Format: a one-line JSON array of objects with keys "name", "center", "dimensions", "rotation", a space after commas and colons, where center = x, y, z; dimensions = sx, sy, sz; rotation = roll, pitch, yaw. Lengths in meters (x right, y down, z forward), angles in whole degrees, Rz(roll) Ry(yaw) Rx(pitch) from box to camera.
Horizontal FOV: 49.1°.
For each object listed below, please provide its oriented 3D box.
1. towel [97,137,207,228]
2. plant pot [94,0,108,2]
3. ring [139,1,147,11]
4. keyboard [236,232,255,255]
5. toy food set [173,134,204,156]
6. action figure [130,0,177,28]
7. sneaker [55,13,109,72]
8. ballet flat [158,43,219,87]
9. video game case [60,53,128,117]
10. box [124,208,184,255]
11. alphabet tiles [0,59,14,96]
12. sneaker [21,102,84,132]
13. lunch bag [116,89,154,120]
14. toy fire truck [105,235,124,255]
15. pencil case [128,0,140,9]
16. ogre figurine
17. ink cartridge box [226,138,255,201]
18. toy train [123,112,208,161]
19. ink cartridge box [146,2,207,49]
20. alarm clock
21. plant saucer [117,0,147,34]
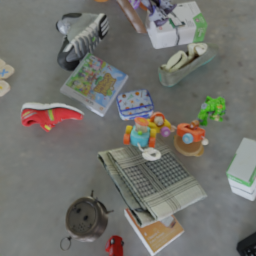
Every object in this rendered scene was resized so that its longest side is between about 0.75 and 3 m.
[{"name": "towel", "center": [0.643, 1.209, 7.203], "dimensions": [2.317, 0.400, 2.231], "rotation": [-12, 53, -36]}, {"name": "plant pot", "center": [-1.136, -5.790, 11.622], "dimensions": [0.894, 0.626, 0.894], "rotation": [0, 61, 0]}, {"name": "ring", "center": [0.965, -5.183, 11.593], "dimensions": [1.121, 0.108, 1.121], "rotation": [0, 61, 0]}, {"name": "keyboard", "center": [4.177, 2.722, 6.551], "dimensions": [2.895, 0.574, 1.507], "rotation": [-33, 64, 4]}, {"name": "toy food set", "center": [1.793, 0.450, 8.351], "dimensions": [0.883, 0.215, 0.874], "rotation": [-5, 60, -6]}, {"name": "action figure", "center": [0.524, -4.261, 8.886], "dimensions": [2.141, 0.743, 1.393], "rotation": [33, 66, -26]}, {"name": "sneaker", "center": [-2.062, -3.212, 10.069], "dimensions": [1.719, 1.117, 2.977], "rotation": [20, 53, 16]}, {"name": "ballet flat", "center": [2.069, -2.351, 9.426], "dimensions": [2.558, 0.815, 0.862], "rotation": [-38, 42, -13]}, {"name": "video game case", "center": [-1.092, -1.471, 9.285], "dimensions": [1.608, 0.195, 1.766], "rotation": [30, 66, 0]}, {"name": "box", "center": [0.628, 2.401, 7.120], "dimensions": [0.951, 0.664, 1.249], "rotation": [-32, 67, -15]}, {"name": "alphabet tiles", "center": [-5.202, -1.648, 9.624], "dimensions": [2.321, 0.169, 2.270], "rotation": [36, 67, 17]}, {"name": "sneaker", "center": [-2.338, -0.283, 8.681], "dimensions": [1.986, 0.765, 0.843], "rotation": [1, 75, 7]}, {"name": "lunch bag", "center": [0.250, -0.726, 8.978], "dimensions": [1.171, 0.442, 0.938], "rotation": [-12, 64, -5]}, {"name": "toy fire truck", "center": [-0.434, 3.343, 6.607], "dimensions": [0.319, 0.923, 1.309], "rotation": [23, 32, -21]}, {"name": "pencil case", "center": [-0.022, -5.705, 11.458], "dimensions": [0.804, 0.818, 1.915], "rotation": [14, 54, -41]}, {"name": "ogre figurine", "center": [2.494, -0.511, 8.396], "dimensions": [1.240, 0.743, 0.608], "rotation": [-9, 37, -10]}, {"name": "ink cartridge box", "center": [3.115, 1.110, 7.238], "dimensions": [0.614, 1.478, 1.084], "rotation": [22, 71, 36]}, {"name": "toy train", "center": [1.029, 0.062, 7.707], "dimensions": [2.399, 0.667, 1.802], "rotation": [-16, 31, -40]}, {"name": "ink cartridge box", "center": [1.745, -3.836, 10.446], "dimensions": [1.907, 0.804, 1.393], "rotation": [-12, 61, -7]}, {"name": "alarm clock", "center": [-1.171, 2.416, 7.051], "dimensions": [1.063, 0.525, 1.576], "rotation": [34, 82, 33]}, {"name": "plant saucer", "center": [0.079, -4.139, 10.210], "dimensions": [0.326, 1.783, 1.783], "rotation": [-34, 64, 8]}]
